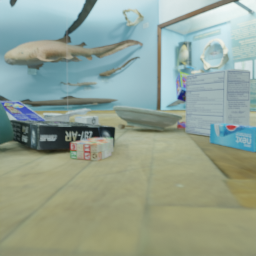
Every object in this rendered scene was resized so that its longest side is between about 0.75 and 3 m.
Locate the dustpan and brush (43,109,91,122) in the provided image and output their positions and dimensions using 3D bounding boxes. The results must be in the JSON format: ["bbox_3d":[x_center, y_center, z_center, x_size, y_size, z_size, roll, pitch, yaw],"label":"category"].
[{"bbox_3d":[-3.421,-0.579,14.729,2.986,0.854,2.084,0,5,2],"label":"dustpan and brush"}]

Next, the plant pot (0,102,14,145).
[{"bbox_3d":[-3.554,-0.087,6.416,1.173,1.462,1.462,-31,24,-36],"label":"plant pot"}]

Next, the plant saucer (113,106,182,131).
[{"bbox_3d":[0.747,-0.342,11.540,2.868,0.720,2.868,9,0,0],"label":"plant saucer"}]

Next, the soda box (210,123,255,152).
[{"bbox_3d":[2.885,0.218,7.378,0.535,0.566,1.668,-2,6,-22],"label":"soda box"}]

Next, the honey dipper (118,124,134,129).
[{"bbox_3d":[-0.069,-0.074,12.863,0.234,0.234,1.232,3,2,29],"label":"honey dipper"}]

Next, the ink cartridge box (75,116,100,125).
[{"bbox_3d":[-2.105,-0.376,14.795,0.773,0.445,1.335,3,6,27],"label":"ink cartridge box"}]

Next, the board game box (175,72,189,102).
[{"bbox_3d":[3.447,-1.618,12.822,2.473,0.554,1.663,15,39,-5],"label":"board game box"}]

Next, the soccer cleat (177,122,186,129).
[{"bbox_3d":[2.580,-0.139,12.670,0.916,0.350,0.305,-3,6,-30],"label":"soccer cleat"}]

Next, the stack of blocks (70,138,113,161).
[{"bbox_3d":[-0.701,0.441,6.184,0.650,0.331,1.130,2,5,20],"label":"stack of blocks"}]

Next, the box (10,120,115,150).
[{"bbox_3d":[-1.885,0.133,7.624,2.049,0.557,2.558,1,4,-38],"label":"box"}]

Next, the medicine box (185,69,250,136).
[{"bbox_3d":[3.075,-0.831,9.803,1.142,2.219,2.021,-3,6,-26],"label":"medicine box"}]

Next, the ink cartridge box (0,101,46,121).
[{"bbox_3d":[-4.030,-0.161,9.724,2.562,0.602,2.532,33,18,21],"label":"ink cartridge box"}]
